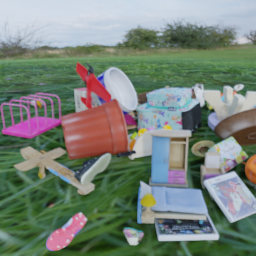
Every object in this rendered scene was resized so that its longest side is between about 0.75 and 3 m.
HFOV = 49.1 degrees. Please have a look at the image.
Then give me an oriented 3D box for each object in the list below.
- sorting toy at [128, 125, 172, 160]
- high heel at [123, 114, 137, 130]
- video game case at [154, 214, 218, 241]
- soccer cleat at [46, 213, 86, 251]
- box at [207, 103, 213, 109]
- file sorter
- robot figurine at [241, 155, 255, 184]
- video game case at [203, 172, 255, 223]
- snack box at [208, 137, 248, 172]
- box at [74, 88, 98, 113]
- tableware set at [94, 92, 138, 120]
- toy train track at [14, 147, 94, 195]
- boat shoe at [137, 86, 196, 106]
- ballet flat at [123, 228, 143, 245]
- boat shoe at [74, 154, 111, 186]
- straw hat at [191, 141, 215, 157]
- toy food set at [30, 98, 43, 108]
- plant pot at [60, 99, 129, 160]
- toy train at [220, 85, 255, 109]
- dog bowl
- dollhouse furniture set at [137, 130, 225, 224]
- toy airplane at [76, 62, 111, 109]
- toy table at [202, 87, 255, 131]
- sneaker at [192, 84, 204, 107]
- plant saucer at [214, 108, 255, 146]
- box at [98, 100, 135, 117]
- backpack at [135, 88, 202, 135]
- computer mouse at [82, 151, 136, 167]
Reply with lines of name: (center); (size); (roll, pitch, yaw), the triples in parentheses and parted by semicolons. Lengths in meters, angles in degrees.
sorting toy: (0.660, 0.421, 10.444); (1.920, 1.026, 1.729); (-7, 6, -22)
high heel: (-0.695, 0.016, 11.682); (2.225, 0.750, 1.070); (-34, 68, -23)
video game case: (1.242, 2.130, 6.409); (1.283, 0.150, 1.166); (0, 19, -3)
soccer cleat: (-1.286, 2.191, 5.815); (0.369, 0.423, 1.106); (44, 34, 8)
box: (5.383, -1.315, 16.066); (1.564, 0.392, 0.588); (1, 19, 1)
file sorter: (-4.272, -0.643, 12.530); (1.563, 1.411, 2.250); (8, 21, 21)
robot figurine: (3.894, 1.230, 7.661); (1.143, 0.927, 1.589); (-25, 17, -17)
video game case: (2.591, 1.674, 6.950); (1.039, 0.131, 1.141); (-10, 51, -26)
snack box: (3.177, 0.828, 8.895); (1.182, 0.313, 0.841); (-19, 66, -40)
box: (-1.722, -1.512, 15.124); (2.062, 1.318, 1.123); (-12, 18, -32)
tableware set: (-0.476, -1.112, 14.111); (2.926, 0.586, 1.934); (-12, 44, -30)
toy train track: (-2.186, 1.326, 8.346); (2.922, 0.475, 1.676); (22, 27, 32)
boat shoe: (1.845, -1.631, 13.886); (3.007, 1.112, 1.110); (-1, 49, 8)
ballet flat: (0.117, 2.157, 5.523); (0.283, 0.291, 0.819); (-4, -25, 18)
boat shoe: (-1.013, 1.097, 7.962); (0.452, 0.509, 1.363); (19, 41, 26)
straw hat: (2.675, 0.833, 9.778); (0.843, 0.357, 0.843); (-19, 32, 12)
toy food set: (-5.350, -1.420, 16.510); (1.123, 0.505, 0.536); (-6, 23, 47)
plant pot: (-1.205, 0.164, 9.666); (1.970, 2.025, 2.025); (-13, 21, -12)
toy train: (5.736, -1.306, 14.656); (2.030, 0.752, 2.703); (-26, 21, 15)
dog bowl: (-0.469, -1.425, 11.320); (0.746, 1.894, 1.894); (-26, 6, 28)
dollhouse furniture set: (1.416, 1.144, 6.831); (2.287, 1.581, 2.422); (1, 16, 6)
toy airplane: (-1.386, -1.363, 9.999); (0.392, 2.130, 2.130); (-29, 31, -27)
toy table: (4.647, -0.814, 12.575); (2.610, 1.663, 2.839); (-2, 20, -6)
sneaker: (3.371, -1.492, 15.053); (1.093, 1.278, 2.934); (10, 30, 22)
plant saucer: (4.267, 0.078, 9.509); (2.581, 0.472, 2.581); (-3, -24, -1)
box: (-0.561, -0.899, 13.051); (1.099, 1.443, 0.767); (-16, -17, -38)
backpack: (1.598, -0.670, 11.820); (2.562, 1.929, 2.274); (-5, 14, 29)
computer mouse: (-0.592, 1.025, 8.859); (1.764, 0.300, 0.517); (-14, -6, 9)
